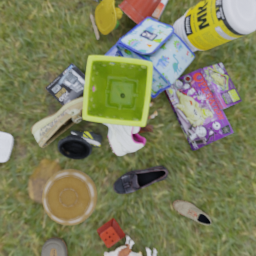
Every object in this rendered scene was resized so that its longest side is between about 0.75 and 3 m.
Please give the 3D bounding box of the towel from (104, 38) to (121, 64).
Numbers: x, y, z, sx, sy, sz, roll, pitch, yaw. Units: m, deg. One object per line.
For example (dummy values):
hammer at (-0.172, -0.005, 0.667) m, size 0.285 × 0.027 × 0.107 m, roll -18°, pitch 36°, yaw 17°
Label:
towel at (-0.752, -2.358, 9.953) m, size 0.213 × 1.296 × 1.790 m, roll 38°, pitch 45°, yaw -21°

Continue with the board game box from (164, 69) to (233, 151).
board game box at (2.597, -0.702, 10.584) m, size 1.639 × 0.441 × 2.730 m, roll -24°, pitch 82°, yaw -8°

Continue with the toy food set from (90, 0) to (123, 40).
toy food set at (-0.716, -4.077, 10.412) m, size 0.587 × 1.797 × 1.057 m, roll -24°, pitch 99°, yaw -29°

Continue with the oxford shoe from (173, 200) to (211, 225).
oxford shoe at (2.299, 2.996, 9.948) m, size 1.453 × 0.543 × 0.512 m, roll 24°, pitch 82°, yaw 3°

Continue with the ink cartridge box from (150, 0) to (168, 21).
ink cartridge box at (0.803, -5.049, 11.223) m, size 1.395 × 0.350 × 1.132 m, roll 24°, pitch 82°, yaw 1°

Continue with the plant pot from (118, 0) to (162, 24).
plant pot at (0.531, -4.638, 10.429) m, size 1.319 × 1.319 × 1.283 m, roll 44°, pitch 111°, yaw 6°

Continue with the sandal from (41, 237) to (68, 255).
sandal at (-2.526, 5.304, 9.477) m, size 1.212 × 0.810 × 2.967 m, roll 0°, pitch 82°, yaw 0°

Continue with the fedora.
fedora at (-1.866, 0.592, 9.933) m, size 1.199 × 1.199 × 0.548 m, roll -2°, pitch 41°, yaw 0°

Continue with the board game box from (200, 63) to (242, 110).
board game box at (3.520, -1.589, 10.594) m, size 1.016 × 0.273 × 1.693 m, roll -20°, pitch 81°, yaw -30°

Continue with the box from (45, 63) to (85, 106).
box at (-2.236, -1.569, 10.684) m, size 1.423 × 0.354 × 1.122 m, roll -45°, pitch 87°, yaw -7°

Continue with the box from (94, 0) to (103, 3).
box at (-0.987, -5.456, 11.340) m, size 0.977 × 0.216 × 0.783 m, roll 20°, pitch 82°, yaw 3°

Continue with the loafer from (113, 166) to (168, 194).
loafer at (0.440, 1.837, 10.059) m, size 2.076 × 0.654 × 0.746 m, roll -18°, pitch 82°, yaw -3°

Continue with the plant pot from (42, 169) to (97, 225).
plant pot at (-2.137, 2.514, 10.143) m, size 2.021 × 0.278 × 2.021 m, roll 0°, pitch 83°, yaw -1°

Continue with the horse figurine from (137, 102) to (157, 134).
horse figurine at (-0.061, -0.886, 10.384) m, size 1.831 × 0.689 × 2.762 m, roll -25°, pitch 89°, yaw 10°

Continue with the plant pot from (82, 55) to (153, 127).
plant pot at (-0.241, -1.007, 8.047) m, size 1.757 × 1.602 × 1.765 m, roll 7°, pitch 94°, yaw 3°

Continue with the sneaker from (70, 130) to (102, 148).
sneaker at (-1.539, 0.314, 10.442) m, size 1.232 × 0.459 × 0.521 m, roll 23°, pitch 67°, yaw 0°

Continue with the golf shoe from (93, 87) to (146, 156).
golf shoe at (-0.283, -0.335, 9.568) m, size 1.267 × 1.042 × 2.768 m, roll -11°, pitch 118°, yaw 24°

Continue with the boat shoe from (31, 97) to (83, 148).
boat shoe at (-2.218, -0.252, 10.201) m, size 2.641 × 0.968 × 0.828 m, roll -32°, pitch 75°, yaw 4°

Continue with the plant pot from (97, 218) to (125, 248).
plant pot at (-0.621, 3.740, 9.780) m, size 0.759 × 0.670 × 0.760 m, roll -36°, pitch 84°, yaw -4°

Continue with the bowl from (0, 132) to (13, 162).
bowl at (-4.786, 0.701, 10.341) m, size 1.085 × 0.406 × 1.087 m, roll 11°, pitch 81°, yaw 3°

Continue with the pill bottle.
pill bottle at (2.891, -3.613, 9.625) m, size 1.611 × 2.819 × 1.611 m, roll 2°, pitch 86°, yaw -28°

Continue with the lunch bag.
lunch bag at (0.921, -2.599, 9.836) m, size 2.284 × 1.456 × 1.942 m, roll 45°, pitch 59°, yaw -7°

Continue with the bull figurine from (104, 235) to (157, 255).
bull figurine at (0.108, 4.482, 9.707) m, size 1.833 × 0.597 × 1.113 m, roll 23°, pitch 82°, yaw 3°
